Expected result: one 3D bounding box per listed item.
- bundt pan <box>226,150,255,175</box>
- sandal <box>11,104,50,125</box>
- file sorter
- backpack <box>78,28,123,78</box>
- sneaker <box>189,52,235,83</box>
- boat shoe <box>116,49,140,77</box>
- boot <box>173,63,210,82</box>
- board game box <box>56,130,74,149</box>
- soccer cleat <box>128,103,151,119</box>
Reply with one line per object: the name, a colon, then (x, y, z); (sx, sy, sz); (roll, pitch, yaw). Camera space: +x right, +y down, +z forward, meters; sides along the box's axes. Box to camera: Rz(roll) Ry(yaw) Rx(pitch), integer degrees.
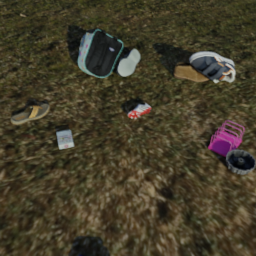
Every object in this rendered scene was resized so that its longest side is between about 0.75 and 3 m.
bundt pan: (3.979, 1.266, 10.002); (1.024, 0.384, 1.024); (0, 43, 0)
sandal: (-4.202, -0.665, 12.079); (1.755, 0.474, 0.705); (-24, 47, -27)
file sorter: (3.783, 0.381, 10.707); (0.843, 0.761, 1.213); (28, 49, 28)
backpack: (-1.545, -3.635, 14.027); (1.882, 2.141, 1.642); (17, 0, -40)
sneaker: (4.221, -2.903, 13.665); (2.665, 1.045, 1.058); (6, 67, -26)
boat shoe: (-0.085, -3.336, 14.912); (0.711, 0.891, 2.357); (-23, 21, 41)
boot: (3.355, -2.864, 14.301); (1.999, 0.754, 0.736); (7, 50, 6)
board game box: (-2.483, 0.454, 11.018); (0.557, 0.243, 0.755); (-11, 42, -12)
soccer cleat: (0.450, -0.754, 12.216); (1.206, 0.414, 0.514); (-19, 57, -27)
